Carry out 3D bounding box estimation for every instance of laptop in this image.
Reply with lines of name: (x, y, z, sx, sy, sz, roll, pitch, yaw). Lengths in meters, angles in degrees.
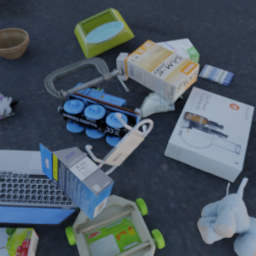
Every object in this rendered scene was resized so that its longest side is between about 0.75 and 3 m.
laptop: (-2.678, 1.327, 7.120, 2.768, 1.713, 2.956, 2, 48, 1)

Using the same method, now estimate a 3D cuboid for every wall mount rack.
wall mount rack: (-0.134, 0.405, 7.486, 2.020, 1.755, 0.753, -46, 59, 11)

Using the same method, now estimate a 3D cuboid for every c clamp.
c clamp: (-1.482, -1.560, 9.148, 2.497, 0.338, 2.133, -20, 52, -4)

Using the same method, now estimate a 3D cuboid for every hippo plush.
hippo plush: (2.587, 2.364, 6.747, 1.321, 1.308, 1.643, 41, 59, -1)

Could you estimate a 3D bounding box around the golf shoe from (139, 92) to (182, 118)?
golf shoe: (1.167, -0.845, 9.751, 0.903, 0.727, 1.858, 38, 60, 22)

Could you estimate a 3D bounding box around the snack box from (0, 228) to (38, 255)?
snack box: (-3.006, 3.356, 6.060, 1.580, 0.589, 2.222, 0, 48, 0)

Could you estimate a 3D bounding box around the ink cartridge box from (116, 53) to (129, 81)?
ink cartridge box: (-0.181, -2.377, 10.907, 0.359, 0.867, 0.636, 7, 42, 12)

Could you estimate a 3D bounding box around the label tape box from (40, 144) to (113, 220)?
label tape box: (-1.252, 1.135, 6.608, 1.815, 1.308, 0.574, 39, 52, 18)

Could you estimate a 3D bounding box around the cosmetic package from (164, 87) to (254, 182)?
cosmetic package: (2.611, 0.066, 8.777, 2.108, 0.722, 2.796, 22, 50, 10)

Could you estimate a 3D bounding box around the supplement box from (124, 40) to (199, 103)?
supplement box: (1.129, -2.016, 9.724, 2.193, 0.806, 1.382, 33, 62, 24)

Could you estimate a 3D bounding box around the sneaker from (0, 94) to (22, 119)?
sneaker: (-4.368, -0.965, 9.943, 1.114, 0.619, 1.592, -15, 59, -15)

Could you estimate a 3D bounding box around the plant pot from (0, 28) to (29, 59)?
plant pot: (-5.050, -3.499, 12.018, 1.692, 0.781, 1.692, 0, 48, 0)

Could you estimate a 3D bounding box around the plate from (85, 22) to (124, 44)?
plate: (-0.938, -3.807, 11.348, 1.684, 0.215, 1.684, -15, 40, 13)

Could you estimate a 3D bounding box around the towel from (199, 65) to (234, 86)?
towel: (3.530, -2.104, 11.214, 1.203, 0.143, 0.884, 23, 50, 17)

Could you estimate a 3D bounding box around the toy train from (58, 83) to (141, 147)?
toy train: (-0.844, -0.461, 9.096, 2.763, 1.198, 1.579, 18, 45, 15)

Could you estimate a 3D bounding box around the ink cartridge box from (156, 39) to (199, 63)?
ink cartridge box: (1.612, -2.887, 11.494, 2.184, 0.735, 1.279, -11, 50, -9)

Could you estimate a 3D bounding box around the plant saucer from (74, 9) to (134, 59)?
plant saucer: (-1.208, -4.386, 12.488, 2.305, 0.552, 2.302, -26, 54, 0)

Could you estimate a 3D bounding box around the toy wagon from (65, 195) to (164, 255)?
toy wagon: (-0.454, 2.446, 6.925, 2.057, 0.525, 2.651, -18, 50, -16)
